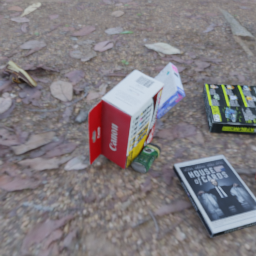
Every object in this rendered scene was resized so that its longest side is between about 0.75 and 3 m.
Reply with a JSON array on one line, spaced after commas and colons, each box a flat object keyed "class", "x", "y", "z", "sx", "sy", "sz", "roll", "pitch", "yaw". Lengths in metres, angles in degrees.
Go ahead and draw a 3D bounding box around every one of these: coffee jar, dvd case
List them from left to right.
[{"class": "coffee jar", "x": 0.673, "y": 1.047, "z": 9.975, "sx": 0.622, "sy": 0.509, "sz": 1.193, "roll": 18, "pitch": 45, "yaw": 30}, {"class": "dvd case", "x": 2.848, "y": 2.024, "z": 8.931, "sx": 1.975, "sy": 0.325, "sz": 2.629, "roll": -9, "pitch": 43, "yaw": -16}]

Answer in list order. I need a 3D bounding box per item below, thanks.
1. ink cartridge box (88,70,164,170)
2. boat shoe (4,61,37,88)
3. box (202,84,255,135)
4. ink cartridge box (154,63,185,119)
[{"class": "ink cartridge box", "x": -0.113, "y": -0.015, "z": 9.327, "sx": 1.180, "sy": 2.815, "sz": 2.471, "roll": 30, "pitch": 53, "yaw": 20}, {"class": "boat shoe", "x": -5.406, "y": -2.520, "z": 13.934, "sx": 2.203, "sy": 0.795, "sz": 0.793, "roll": 38, "pitch": 84, "yaw": 22}, {"class": "box", "x": 4.725, "y": -0.850, "z": 12.015, "sx": 2.719, "sy": 0.669, "sz": 2.815, "roll": 1, "pitch": 42, "yaw": 4}, {"class": "ink cartridge box", "x": 1.596, "y": -1.511, "z": 12.115, "sx": 0.558, "sy": 1.586, "sz": 2.659, "roll": 31, "pitch": 34, "yaw": -24}]
